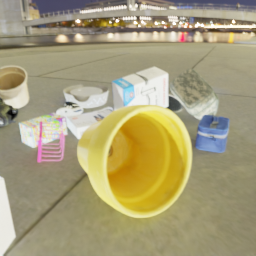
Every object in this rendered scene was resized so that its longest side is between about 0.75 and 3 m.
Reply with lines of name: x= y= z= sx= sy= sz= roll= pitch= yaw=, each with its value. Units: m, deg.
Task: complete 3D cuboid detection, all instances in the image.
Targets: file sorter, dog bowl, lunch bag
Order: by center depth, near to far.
file sorter: x=-2.718 y=0.473 z=9.868 sx=0.844 sy=0.935 sz=1.346 roll=4 pitch=23 yaw=-18
lunch bag: x=3.211 y=0.134 z=10.662 sx=1.122 sy=1.093 sz=1.652 roll=8 pitch=23 yaw=18
lunch bag: x=3.147 y=-1.466 z=13.172 sx=1.496 sy=1.801 sz=2.148 roll=-38 pitch=51 yaw=6
dog bowl: x=-2.344 y=-1.805 z=15.775 sx=2.522 sy=0.739 sz=2.522 roll=0 pitch=22 yaw=0

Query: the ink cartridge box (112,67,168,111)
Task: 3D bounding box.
ink cartridge box: x=0.617 y=-1.566 z=13.199 sx=2.533 sy=1.849 sz=1.068 roll=-24 pitch=39 yaw=-24

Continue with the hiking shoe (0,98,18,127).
hiking shoe: x=-5.835 y=-0.701 z=13.168 sx=1.236 sy=0.929 sz=2.454 roll=0 pitch=30 yaw=-23

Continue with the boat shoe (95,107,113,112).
boat shoe: x=-1.207 y=-0.656 z=13.472 sx=1.182 sy=0.424 sz=0.401 roll=-17 pitch=57 yaw=-34

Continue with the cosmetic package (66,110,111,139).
cosmetic package: x=-1.471 y=-0.210 z=12.246 sx=2.082 sy=0.538 sz=1.570 roll=-12 pitch=23 yaw=-26

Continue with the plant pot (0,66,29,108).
plant pot: x=-5.791 y=-1.914 z=14.077 sx=1.774 sy=1.624 sz=1.774 roll=1 pitch=53 yaw=-2

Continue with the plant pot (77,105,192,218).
plant pot: x=-0.098 y=0.728 z=7.647 sx=2.695 sy=2.695 sz=2.535 roll=-14 pitch=11 yaw=-30

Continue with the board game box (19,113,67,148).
board game box: x=-3.356 y=0.060 z=11.184 sx=0.822 sy=0.837 sz=1.597 roll=19 pitch=29 yaw=37

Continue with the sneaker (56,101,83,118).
sneaker: x=-3.028 y=-0.923 z=13.630 sx=0.836 sy=0.546 sz=1.495 roll=38 pitch=28 yaw=30

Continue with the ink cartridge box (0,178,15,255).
ink cartridge box: x=-3.746 y=1.824 z=5.794 sx=2.350 sy=1.734 sz=1.006 roll=5 pitch=25 yaw=9

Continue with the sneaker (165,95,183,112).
sneaker: x=2.018 y=-1.518 z=14.947 sx=2.379 sy=0.837 sz=1.112 roll=16 pitch=28 yaw=35
